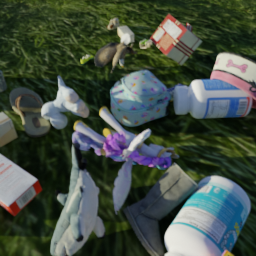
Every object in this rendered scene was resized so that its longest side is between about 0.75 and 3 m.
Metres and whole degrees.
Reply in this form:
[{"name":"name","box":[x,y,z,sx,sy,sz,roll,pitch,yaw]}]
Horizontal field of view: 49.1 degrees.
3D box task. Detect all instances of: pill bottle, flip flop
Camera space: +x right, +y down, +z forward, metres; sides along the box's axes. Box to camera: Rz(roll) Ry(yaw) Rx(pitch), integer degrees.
[{"name":"pill bottle","box":[1.829,2.484,6.753,1.428,1.428,2.578,27,50,26]},{"name":"pill bottle","box":[3.094,-1.092,10.533,2.605,1.462,1.462,-1,43,-1]},{"name":"flip flop","box":[-3.767,-0.771,10.638,1.170,0.830,2.884,-19,47,-19]}]

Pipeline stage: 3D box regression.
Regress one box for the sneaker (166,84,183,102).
[{"name":"sneaker","box":[1.935,-1.512,11.506,1.673,0.737,0.630,2,45,4]}]

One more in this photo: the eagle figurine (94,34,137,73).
[{"name":"eagle figurine","box":[-0.501,-3.406,13.082,1.834,1.391,1.384,-29,88,-32]}]

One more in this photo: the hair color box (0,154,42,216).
[{"name":"hair color box","box":[-3.650,1.600,8.282,1.927,0.616,1.068,27,52,24]}]

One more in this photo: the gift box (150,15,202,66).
[{"name":"gift box","box":[2.275,-4.224,13.255,1.683,1.663,1.802,13,40,-49]}]

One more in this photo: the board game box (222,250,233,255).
[{"name":"board game box","box":[1.800,3.837,4.810,1.909,1.909,1.911,34,47,29]}]

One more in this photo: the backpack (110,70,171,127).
[{"name":"backpack","box":[0.368,-1.081,10.480,2.073,1.589,1.822,-27,54,-16]}]

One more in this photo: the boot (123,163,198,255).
[{"name":"boot","box":[1.006,2.085,7.164,1.989,0.722,1.809,-35,51,-3]}]

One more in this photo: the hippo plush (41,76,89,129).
[{"name":"hippo plush","box":[-2.418,-0.741,10.004,1.414,1.759,1.401,-41,11,-7]}]

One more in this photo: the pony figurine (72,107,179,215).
[{"name":"pony figurine","box":[-0.145,0.637,8.202,2.915,2.428,2.814,28,30,16]}]

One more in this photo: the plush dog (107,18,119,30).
[{"name":"plush dog","box":[-0.891,-6.017,16.516,0.711,0.664,0.827,-34,23,-13]}]

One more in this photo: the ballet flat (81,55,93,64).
[{"name":"ballet flat","box":[-2.036,-3.440,13.847,0.278,0.279,0.831,2,36,45]}]

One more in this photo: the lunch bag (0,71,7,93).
[{"name":"lunch bag","box":[-6.490,-2.291,11.315,2.465,2.067,1.717,-26,49,-27]}]

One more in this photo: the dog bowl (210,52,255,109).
[{"name":"dog bowl","box":[4.321,-1.697,10.585,2.677,2.677,0.987,35,96,32]}]

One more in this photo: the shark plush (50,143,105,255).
[{"name":"shark plush","box":[-1.459,1.767,7.139,1.167,1.273,2.803,-9,82,21]}]

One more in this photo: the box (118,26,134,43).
[{"name":"box","box":[-0.131,-5.214,15.631,0.565,0.462,1.189,-14,45,-14]}]

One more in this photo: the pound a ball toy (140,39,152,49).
[{"name":"pound a ball toy","box":[1.015,-4.363,14.691,0.596,0.389,0.915,10,33,24]}]

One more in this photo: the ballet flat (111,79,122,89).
[{"name":"ballet flat","box":[-0.279,-1.855,12.062,0.484,0.484,1.303,21,46,21]}]

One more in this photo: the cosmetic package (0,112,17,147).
[{"name":"cosmetic package","box":[-4.748,0.319,9.439,0.621,0.918,1.746,34,54,30]}]
